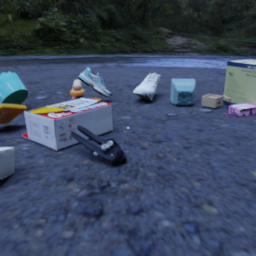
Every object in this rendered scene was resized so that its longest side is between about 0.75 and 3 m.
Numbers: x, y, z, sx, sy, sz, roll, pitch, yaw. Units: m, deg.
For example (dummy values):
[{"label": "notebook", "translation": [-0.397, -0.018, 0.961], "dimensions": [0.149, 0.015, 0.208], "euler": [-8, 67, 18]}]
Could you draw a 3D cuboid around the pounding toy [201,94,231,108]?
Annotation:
[{"label": "pounding toy", "translation": [3.710, -1.080, 11.569], "dimensions": [1.025, 0.469, 0.900], "euler": [16, 24, 40]}]

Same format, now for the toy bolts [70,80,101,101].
[{"label": "toy bolts", "translation": [-1.962, -1.580, 12.289], "dimensions": [1.344, 0.976, 1.407], "euler": [-8, 20, -23]}]

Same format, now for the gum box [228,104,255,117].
[{"label": "gum box", "translation": [4.298, -0.658, 10.496], "dimensions": [0.985, 0.326, 0.559], "euler": [-8, 20, -24]}]

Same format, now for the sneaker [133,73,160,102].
[{"label": "sneaker", "translation": [0.942, -1.983, 13.008], "dimensions": [0.960, 1.123, 2.578], "euler": [26, 22, 0]}]

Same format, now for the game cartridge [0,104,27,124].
[{"label": "game cartridge", "translation": [-3.807, -0.398, 8.568], "dimensions": [0.962, 0.177, 1.091], "euler": [-33, -11, 18]}]

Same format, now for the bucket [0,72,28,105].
[{"label": "bucket", "translation": [-4.719, -1.429, 11.048], "dimensions": [0.910, 1.399, 1.399], "euler": [50, 35, 10]}]

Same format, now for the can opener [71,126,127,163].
[{"label": "can opener", "translation": [-0.776, 0.390, 6.645], "dimensions": [1.641, 0.645, 0.520], "euler": [24, 55, 30]}]

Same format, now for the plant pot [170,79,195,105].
[{"label": "plant pot", "translation": [2.353, -1.446, 11.940], "dimensions": [1.033, 1.036, 1.055], "euler": [2, 26, 5]}]

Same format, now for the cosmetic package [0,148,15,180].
[{"label": "cosmetic package", "translation": [-3.206, 0.702, 5.608], "dimensions": [1.591, 0.566, 0.837], "euler": [0, 1, 0]}]

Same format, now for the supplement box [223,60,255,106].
[{"label": "supplement box", "translation": [5.009, -1.740, 11.333], "dimensions": [1.233, 1.835, 1.837], "euler": [-9, 20, -23]}]

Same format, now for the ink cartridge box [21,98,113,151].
[{"label": "ink cartridge box", "translation": [-1.834, -0.232, 8.267], "dimensions": [1.854, 0.886, 2.112], "euler": [13, 23, 38]}]

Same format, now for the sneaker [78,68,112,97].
[{"label": "sneaker", "translation": [-1.307, -1.976, 12.297], "dimensions": [1.672, 0.722, 0.649], "euler": [35, -4, -21]}]
